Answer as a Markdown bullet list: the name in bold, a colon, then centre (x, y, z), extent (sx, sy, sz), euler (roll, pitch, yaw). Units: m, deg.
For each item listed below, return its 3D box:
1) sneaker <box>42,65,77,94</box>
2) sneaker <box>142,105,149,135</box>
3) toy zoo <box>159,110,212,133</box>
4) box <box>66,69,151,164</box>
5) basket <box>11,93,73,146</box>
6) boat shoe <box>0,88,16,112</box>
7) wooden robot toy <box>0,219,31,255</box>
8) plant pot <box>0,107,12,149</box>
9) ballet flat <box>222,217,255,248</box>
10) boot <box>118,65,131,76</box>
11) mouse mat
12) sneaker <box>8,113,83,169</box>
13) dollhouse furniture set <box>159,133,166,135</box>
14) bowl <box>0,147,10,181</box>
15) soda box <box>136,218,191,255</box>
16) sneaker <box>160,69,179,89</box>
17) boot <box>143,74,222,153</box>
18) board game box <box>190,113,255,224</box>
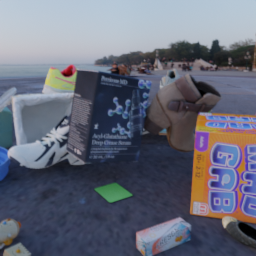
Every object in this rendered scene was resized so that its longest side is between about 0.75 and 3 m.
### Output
- **sneaker**: centre (-2.142, -1.939, 11.662), extent (1.141, 1.318, 2.919), euler (18, 16, 34)
- **sneaker**: centre (1.086, -0.480, 12.078), extent (2.069, 1.495, 0.787), euler (-18, 55, -21)
- **toy zoo**: centre (2.083, -0.474, 11.285), extent (2.149, 0.220, 1.410), euler (-34, 42, -12)
- **box**: centre (-0.558, -0.314, 7.828), extent (1.753, 2.362, 1.265), euler (3, 10, -37)
- **basket**: centre (-2.813, -0.133, 9.824), extent (2.241, 2.221, 1.802), euler (-7, 14, -24)
- **boat shoe**: centre (-4.042, -0.901, 9.259), extent (1.005, 0.336, 0.370), euler (-44, 37, -9)
- **wooden robot toy**: centre (-2.310, 1.862, 5.157), extent (1.903, 0.838, 0.863), euler (10, 7, 33)
- **plant pot**: centre (-5.754, 0.007, 10.017), extent (2.869, 2.028, 2.027), euler (-2, 14, -30)
- **ballet flat**: centre (2.425, 1.996, 5.126), extent (0.522, 0.446, 1.569), euler (-10, 18, -33)
- **boot**: centre (-0.113, -2.660, 13.770), extent (0.279, 0.809, 0.868), euler (-39, 41, -18)
- **mouse mat**: centre (-0.391, 1.664, 7.235), extent (0.723, 0.034, 0.898), euler (-9, 18, -32)
- **sneaker**: centre (-2.175, 0.261, 8.396), extent (2.555, 1.662, 1.020), euler (5, 18, -33)
- **dollhouse furniture set**: centre (1.892, -0.053, 11.924), extent (0.990, 0.694, 0.698), euler (-6, 6, -37)
- **bowl**: centre (-4.858, 1.191, 7.941), extent (2.865, 0.562, 2.865), euler (0, 16, 0)
- **soda box**: centre (0.669, 2.030, 5.235), extent (1.039, 0.330, 0.355), euler (-9, 17, -28)
- **sneaker**: centre (1.542, -1.442, 11.506), extent (0.925, 1.124, 2.444), euler (0, 47, 30)
- **boot**: centre (1.881, -0.360, 8.409), extent (2.936, 2.147, 1.031), euler (20, 40, -39)
- **board game box**: centre (2.560, 0.818, 6.612), extent (1.958, 1.956, 1.956), euler (4, 15, 15)
